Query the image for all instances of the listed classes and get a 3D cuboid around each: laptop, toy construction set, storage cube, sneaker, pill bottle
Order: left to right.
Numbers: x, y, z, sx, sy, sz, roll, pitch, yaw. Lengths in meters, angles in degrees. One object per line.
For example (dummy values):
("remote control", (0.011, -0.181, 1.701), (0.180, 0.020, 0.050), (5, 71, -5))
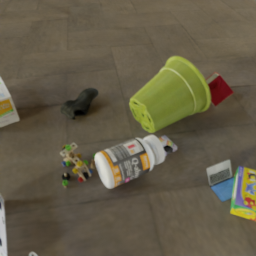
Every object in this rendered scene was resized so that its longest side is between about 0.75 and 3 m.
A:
("toy construction set", (-1.717, 1.122, 10.050), (1.579, 1.214, 1.317), (-13, 46, -14))
("sneaker", (-2.046, -1.040, 12.748), (0.933, 0.781, 2.055), (39, 62, 21))
("pill bottle", (0.071, 1.136, 9.956), (2.273, 1.323, 1.323), (-21, 48, -20))
("storage cube", (3.946, -1.749, 12.683), (1.003, 1.054, 1.173), (-40, 11, 16))
("laptop", (3.399, 1.816, 9.772), (1.024, 1.093, 0.634), (-17, 13, -18))

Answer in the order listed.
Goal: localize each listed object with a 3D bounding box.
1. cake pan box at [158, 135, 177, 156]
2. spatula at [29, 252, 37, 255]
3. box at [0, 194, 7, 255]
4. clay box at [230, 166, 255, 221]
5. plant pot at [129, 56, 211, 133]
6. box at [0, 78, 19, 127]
("cake pan box", (1.416, 0.747, 11.160), (0.771, 0.219, 0.837), (-25, 49, -21))
("spatula", (-2.117, 4.433, 7.291), (2.334, 0.187, 1.623), (27, 56, 19))
("box", (-4.108, 2.846, 8.095), (0.763, 1.481, 2.539), (-12, 44, -16))
("clay box", (4.903, 2.396, 9.099), (2.830, 0.674, 1.626), (14, 47, 14))
("plant pot", (1.527, -1.154, 11.697), (2.587, 2.724, 2.724), (-34, 53, -17))
("box", (-6.114, -1.310, 12.434), (1.535, 1.383, 2.728), (-24, 49, -23))
